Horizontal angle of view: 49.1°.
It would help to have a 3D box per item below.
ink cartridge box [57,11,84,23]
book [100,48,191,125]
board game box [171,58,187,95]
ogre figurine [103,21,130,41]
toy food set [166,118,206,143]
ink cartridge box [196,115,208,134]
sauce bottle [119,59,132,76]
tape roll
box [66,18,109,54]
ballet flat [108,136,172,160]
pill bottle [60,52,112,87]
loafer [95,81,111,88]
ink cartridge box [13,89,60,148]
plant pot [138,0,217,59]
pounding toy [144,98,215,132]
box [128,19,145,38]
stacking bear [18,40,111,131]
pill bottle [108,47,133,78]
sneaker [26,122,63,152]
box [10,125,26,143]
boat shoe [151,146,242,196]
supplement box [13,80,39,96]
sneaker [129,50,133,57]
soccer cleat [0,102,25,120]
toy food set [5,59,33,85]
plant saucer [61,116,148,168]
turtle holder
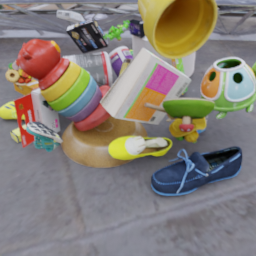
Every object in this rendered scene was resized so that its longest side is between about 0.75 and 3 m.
[{"bbox_3d":[-2.026,-4.247,10.811,0.910,0.269,1.136,22,17,39],"label":"ink cartridge box"},{"bbox_3d":[0.676,-1.000,7.889,0.646,1.797,2.689,45,18,27],"label":"book"},{"bbox_3d":[2.029,-2.115,11.035,0.230,1.536,0.734,-6,19,33],"label":"board game box"},{"bbox_3d":[-0.413,-3.242,9.495,1.014,0.497,0.608,-9,37,7],"label":"ogre figurine"},{"bbox_3d":[1.805,0.003,8.328,1.048,0.582,1.781,-32,16,9],"label":"toy food set"},{"bbox_3d":[2.207,-0.311,9.352,0.630,0.863,0.633,-23,43,-28],"label":"ink cartridge box"},{"bbox_3d":[-0.115,-1.524,9.954,0.581,1.797,0.581,16,-3,1],"label":"sauce bottle"},{"bbox_3d":[1.599,-3.509,12.560,2.842,1.951,2.842,-3,40,2],"label":"tape roll"},{"bbox_3d":[-1.485,-3.380,10.398,1.167,1.176,0.292,-7,56,25],"label":"box"},{"bbox_3d":[0.415,0.491,7.868,2.002,0.671,0.669,1,68,-34],"label":"ballet flat"},{"bbox_3d":[-2.071,-2.097,11.151,2.694,1.534,1.534,-10,38,-9],"label":"pill bottle"},{"bbox_3d":[-1.314,-1.272,9.992,2.439,0.888,0.882,4,-10,-27],"label":"loafer"},{"bbox_3d":[-2.740,-0.341,8.621,0.352,1.618,1.404,13,31,22],"label":"ink cartridge box"},{"bbox_3d":[1.151,-3.164,7.733,1.898,1.898,1.785,-14,48,-17],"label":"plant pot"},{"bbox_3d":[1.355,-0.257,7.086,1.272,0.764,1.647,6,-5,-39],"label":"pounding toy"},{"bbox_3d":[0.366,-4.000,11.284,0.310,0.555,0.786,-35,43,-18],"label":"box"},{"bbox_3d":[-1.842,-1.325,8.016,1.590,2.796,1.698,-38,32,10],"label":"stacking bear"},{"bbox_3d":[-0.059,-2.333,11.338,0.939,0.939,1.685,-24,81,-28],"label":"pill bottle"},{"bbox_3d":[-1.646,0.225,5.468,0.441,1.137,0.453,40,83,20],"label":"sneaker"},{"bbox_3d":[-3.319,0.077,9.340,0.406,0.270,1.079,28,46,32],"label":"box"},{"bbox_3d":[1.837,0.987,7.580,2.679,0.919,1.127,-16,40,-20],"label":"boat shoe"},{"bbox_3d":[-3.620,-1.472,10.289,1.636,0.544,0.563,25,40,35],"label":"supplement box"},{"bbox_3d":[0.619,-3.749,14.349,1.271,0.471,0.531,-11,49,-6],"label":"sneaker"},{"bbox_3d":[-3.551,-0.516,9.825,2.033,0.657,0.850,-4,42,-5],"label":"soccer cleat"},{"bbox_3d":[-3.522,-1.827,9.202,0.860,0.851,0.209,17,-9,-10],"label":"toy food set"},{"bbox_3d":[-0.767,0.123,9.088,2.831,0.501,2.831,0,37,0],"label":"plant saucer"},{"bbox_3d":[3.054,-1.232,7.978,1.938,1.376,1.472,-3,37,13],"label":"turtle holder"}]
